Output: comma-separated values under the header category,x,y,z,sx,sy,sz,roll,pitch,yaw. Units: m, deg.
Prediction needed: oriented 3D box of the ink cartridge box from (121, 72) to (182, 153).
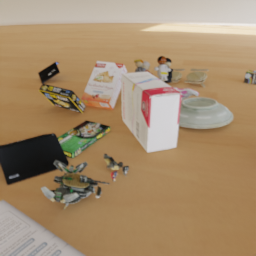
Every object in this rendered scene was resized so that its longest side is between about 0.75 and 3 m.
category,x,y,z,sx,sy,sz,roll,pitch,yaw
ink cartridge box,0.682,-0.674,9.763,1.151,1.984,2.689,-8,28,-16

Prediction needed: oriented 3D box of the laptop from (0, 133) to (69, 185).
category,x,y,z,sx,sy,sz,roll,pitch,yaw
laptop,-3.094,0.875,8.766,1.807,1.053,2.039,-15,5,-29

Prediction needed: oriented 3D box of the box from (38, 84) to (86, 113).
category,x,y,z,sx,sy,sz,roll,pitch,yaw
box,-2.738,-1.221,11.698,1.603,1.280,0.395,16,69,23

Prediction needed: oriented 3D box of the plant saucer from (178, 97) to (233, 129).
category,x,y,z,sx,sy,sz,roll,pitch,yaw
plant saucer,2.815,-0.728,11.134,2.589,0.650,2.589,-3,21,1

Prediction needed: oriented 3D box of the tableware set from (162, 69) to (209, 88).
category,x,y,z,sx,sy,sz,roll,pitch,yaw
tableware set,3.150,-2.744,15.656,2.461,0.493,1.627,7,38,26

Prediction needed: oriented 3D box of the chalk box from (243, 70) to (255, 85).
category,x,y,z,sx,sy,sz,roll,pitch,yaw
chalk box,7.050,-2.769,15.498,1.031,0.644,0.639,18,32,29

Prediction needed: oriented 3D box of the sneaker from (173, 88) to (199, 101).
category,x,y,z,sx,sy,sz,roll,pitch,yaw
sneaker,2.447,-1.467,12.490,1.356,0.598,0.551,6,6,18

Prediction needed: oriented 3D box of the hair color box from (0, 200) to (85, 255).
category,x,y,z,sx,sy,sz,roll,pitch,yaw
hair color box,-1.991,2.375,4.999,2.530,0.767,1.253,17,31,32

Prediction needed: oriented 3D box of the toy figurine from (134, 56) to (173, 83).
category,x,y,z,sx,sy,sz,roll,pitch,yaw
toy figurine,1.309,-2.967,14.369,1.885,1.311,1.856,-2,2,21

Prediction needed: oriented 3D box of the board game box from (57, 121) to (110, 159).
category,x,y,z,sx,sy,sz,roll,pitch,yaw
board game box,-1.666,0.329,9.723,1.134,0.254,2.165,17,31,26

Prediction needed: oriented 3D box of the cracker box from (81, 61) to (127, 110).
category,x,y,z,sx,sy,sz,roll,pitch,yaw
cracker box,-1.052,-1.946,12.575,1.394,0.600,2.081,11,68,21

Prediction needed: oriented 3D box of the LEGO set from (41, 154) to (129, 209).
category,x,y,z,sx,sy,sz,roll,pitch,yaw
LEGO set,-1.104,1.433,7.270,2.571,0.729,1.670,-2,25,-34

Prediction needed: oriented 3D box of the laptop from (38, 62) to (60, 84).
category,x,y,z,sx,sy,sz,roll,pitch,yaw
laptop,-4.442,-3.159,16.065,1.217,0.709,1.373,-31,61,6
